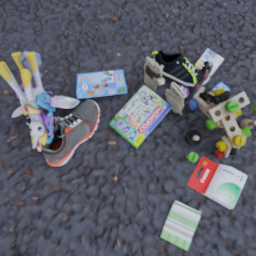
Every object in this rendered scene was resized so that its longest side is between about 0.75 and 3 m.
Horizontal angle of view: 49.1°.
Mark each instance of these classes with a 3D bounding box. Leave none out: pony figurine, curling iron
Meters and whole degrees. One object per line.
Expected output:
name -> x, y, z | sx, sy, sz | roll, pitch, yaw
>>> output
pony figurine -> -2.989, -0.963, 8.957 | 2.333, 2.802, 2.704 | -10, 26, 3
curling iron -> 2.436, -1.510, 9.780 | 0.263, 2.061, 0.511 | 13, 51, -6

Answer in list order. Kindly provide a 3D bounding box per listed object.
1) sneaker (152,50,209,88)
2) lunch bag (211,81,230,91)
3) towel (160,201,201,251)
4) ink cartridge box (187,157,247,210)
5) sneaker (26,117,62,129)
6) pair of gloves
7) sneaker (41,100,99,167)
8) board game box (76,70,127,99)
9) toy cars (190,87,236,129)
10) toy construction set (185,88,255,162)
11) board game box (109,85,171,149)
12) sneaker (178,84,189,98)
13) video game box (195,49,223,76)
sneaker -> 1.925, -2.200, 10.247 | 2.308, 0.956, 0.828 | 16, 52, 1
lunch bag -> 3.236, -1.149, 10.289 | 0.885, 0.752, 0.564 | -36, 66, -18
towel -> 1.594, 2.953, 8.519 | 0.906, 0.186, 1.214 | 23, 67, 14
ink cartridge box -> 2.877, 1.701, 9.043 | 1.527, 0.382, 1.229 | 29, 66, 12
sneaker -> -2.910, -0.153, 9.846 | 1.288, 0.522, 0.484 | 7, 79, -6
pair of gloves -> 1.265, -1.467, 9.862 | 0.371, 1.801, 2.118 | -35, 69, -11
sneaker -> -1.893, 0.010, 9.392 | 1.045, 1.110, 2.711 | 20, 65, 22
board game box -> -1.013, -1.669, 10.529 | 1.803, 0.330, 1.364 | -6, 39, -3
toy cars -> 2.962, -0.677, 10.085 | 1.035, 0.511, 2.308 | -26, 52, -25
toy construction set -> 3.386, -0.178, 8.655 | 2.892, 2.222, 2.412 | -2, 86, -5
board game box -> 0.430, -0.409, 9.853 | 1.289, 0.279, 1.915 | 40, 80, 9
sneaker -> 2.193, -1.474, 10.741 | 0.567, 0.361, 0.995 | 47, 49, -14
video game box -> 3.203, -2.581, 11.093 | 0.763, 0.196, 0.837 | 40, 98, 16
